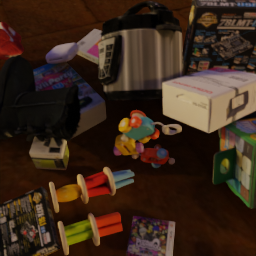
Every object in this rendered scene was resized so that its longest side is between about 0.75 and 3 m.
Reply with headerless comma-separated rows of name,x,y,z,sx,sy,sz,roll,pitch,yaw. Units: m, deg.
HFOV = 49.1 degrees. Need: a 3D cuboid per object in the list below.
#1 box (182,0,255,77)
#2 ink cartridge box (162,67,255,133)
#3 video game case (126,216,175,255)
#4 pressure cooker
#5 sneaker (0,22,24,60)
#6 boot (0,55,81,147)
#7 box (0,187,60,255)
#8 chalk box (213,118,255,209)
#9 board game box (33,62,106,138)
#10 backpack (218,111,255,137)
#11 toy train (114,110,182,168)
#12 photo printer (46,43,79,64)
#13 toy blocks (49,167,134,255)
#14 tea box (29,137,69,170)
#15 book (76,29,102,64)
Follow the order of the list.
box,3.198,-2.554,8.842,2.814,2.793,0.699,0,45,-1
ink cartridge box,2.151,-0.812,7.130,2.150,0.907,1.556,-21,30,-31
video game case,0.535,2.528,6.401,1.008,0.180,0.913,5,45,12
pressure cooker,0.383,-2.204,8.282,2.434,2.767,2.472,1,8,16
sneaker,-4.517,-2.471,9.486,1.727,1.172,2.990,-44,26,10
boot,-2.353,-0.823,7.452,2.227,1.006,2.718,-2,63,15
box,-2.284,2.224,6.288,1.186,0.366,1.485,-22,53,-9
chalk box,3.189,0.745,6.705,2.568,1.603,1.592,-6,20,-6
board game box,-2.230,-0.882,8.821,1.961,0.854,2.658,-31,56,-22
backpack,3.245,-0.327,8.236,1.410,1.069,1.689,4,49,13
toy train,0.498,0.254,6.961,1.649,2.196,0.611,6,58,-2
photo printer,-2.184,-2.456,9.262,0.865,0.361,1.040,-5,33,16
toy blocks,-0.669,1.812,6.606,2.033,0.738,1.694,-13,64,-18
tea box,-2.094,0.696,7.561,0.830,0.816,0.554,3,51,0
book,-0.939,-3.030,10.800,2.029,0.488,1.355,31,62,22
